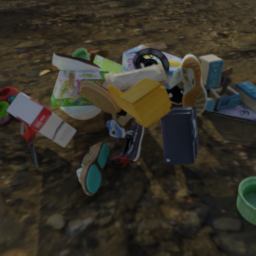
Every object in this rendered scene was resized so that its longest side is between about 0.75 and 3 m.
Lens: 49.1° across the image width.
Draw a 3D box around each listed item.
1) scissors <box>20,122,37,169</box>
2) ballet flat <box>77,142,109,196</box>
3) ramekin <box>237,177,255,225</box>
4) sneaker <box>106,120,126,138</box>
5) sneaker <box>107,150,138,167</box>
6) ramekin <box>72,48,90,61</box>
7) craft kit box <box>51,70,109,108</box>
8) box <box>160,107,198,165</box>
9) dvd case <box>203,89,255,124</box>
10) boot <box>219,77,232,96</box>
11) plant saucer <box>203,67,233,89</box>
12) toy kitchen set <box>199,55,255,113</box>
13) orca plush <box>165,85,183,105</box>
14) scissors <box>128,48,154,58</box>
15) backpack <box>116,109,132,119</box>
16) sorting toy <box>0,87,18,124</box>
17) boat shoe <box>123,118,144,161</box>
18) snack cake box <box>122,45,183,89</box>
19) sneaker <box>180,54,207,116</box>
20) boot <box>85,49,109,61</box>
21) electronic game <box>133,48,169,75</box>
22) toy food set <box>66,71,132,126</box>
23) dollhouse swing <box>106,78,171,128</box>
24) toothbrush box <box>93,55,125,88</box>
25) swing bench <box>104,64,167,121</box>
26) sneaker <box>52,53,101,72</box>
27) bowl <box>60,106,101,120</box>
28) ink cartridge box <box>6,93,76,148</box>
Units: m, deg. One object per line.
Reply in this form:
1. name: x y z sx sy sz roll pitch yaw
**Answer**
1. scissors: -3.751 0.574 10.662 1.045 0.199 2.858 -28 50 16
2. ballet flat: -1.230 1.360 9.231 0.768 0.829 2.352 -13 26 19
3. ramekin: 3.825 2.138 8.013 1.412 0.689 1.412 0 35 0
4. sneaker: -0.536 0.039 10.297 0.441 0.433 1.145 -12 27 -30
5. sneaker: -0.230 1.047 9.855 1.131 0.400 0.552 -13 35 -20
6. ramekin: -2.846 -4.233 16.995 1.068 0.522 1.068 -8 65 18
7. craft kit box: -1.942 -1.538 11.239 1.963 1.988 0.482 -3 64 -27
8. box: 1.729 0.208 9.202 0.967 1.619 1.646 -3 10 20
9. dvd case: 4.901 -1.056 13.035 2.909 0.232 2.163 16 38 22
10. boot: 3.949 -1.759 11.703 0.397 0.820 0.306 24 17 -18
11. plant saucer: 4.007 -2.233 13.598 2.364 0.407 2.364 -26 2 1
12. toy kitchen set: 4.588 -1.885 11.928 2.981 2.388 1.756 -12 39 -15
13. orca plush: 2.086 -2.304 14.133 1.517 1.025 2.883 0 35 0
14. scissors: 0.591 -3.178 11.669 1.234 0.086 0.452 14 76 18
15. backpack: -0.039 -0.906 11.974 1.022 1.152 0.867 48 47 11
16. sorting toy: -5.297 -0.857 12.361 1.364 0.932 2.271 -11 45 11
17. boat shoe: 0.141 0.280 9.045 0.484 0.560 1.543 18 68 -27
18. snack cake box: 1.172 -2.727 12.294 2.542 0.854 1.462 27 43 26
19. sneaker: 2.695 -1.754 11.521 0.995 2.630 1.153 -3 31 11
20. boot: -2.279 -4.779 18.161 1.815 0.696 1.409 -28 39 -24
21. electronic game: 0.895 -2.468 10.957 1.475 1.475 0.307 11 50 16
22. toy food set: -0.881 -1.079 9.346 2.470 1.705 0.496 35 73 -5
23. dollhouse swing: 0.288 -0.837 7.461 1.175 1.293 1.137 -35 55 1
24. toothbrush box: -1.128 -2.524 14.030 1.669 0.987 2.293 20 33 -11
25. swing bench: 0.255 -1.397 10.307 2.025 2.036 1.321 -10 57 -4
26. sneaker: -2.017 -2.310 10.906 1.864 0.789 0.679 11 25 -18
27. bowl: -1.837 -1.070 12.175 2.118 0.952 2.118 -9 49 10
28. ink cartridge box: -3.036 -0.237 10.012 1.464 1.994 0.827 27 79 33
